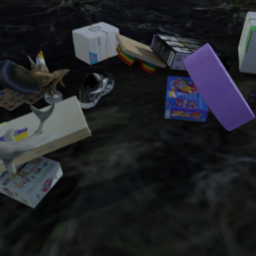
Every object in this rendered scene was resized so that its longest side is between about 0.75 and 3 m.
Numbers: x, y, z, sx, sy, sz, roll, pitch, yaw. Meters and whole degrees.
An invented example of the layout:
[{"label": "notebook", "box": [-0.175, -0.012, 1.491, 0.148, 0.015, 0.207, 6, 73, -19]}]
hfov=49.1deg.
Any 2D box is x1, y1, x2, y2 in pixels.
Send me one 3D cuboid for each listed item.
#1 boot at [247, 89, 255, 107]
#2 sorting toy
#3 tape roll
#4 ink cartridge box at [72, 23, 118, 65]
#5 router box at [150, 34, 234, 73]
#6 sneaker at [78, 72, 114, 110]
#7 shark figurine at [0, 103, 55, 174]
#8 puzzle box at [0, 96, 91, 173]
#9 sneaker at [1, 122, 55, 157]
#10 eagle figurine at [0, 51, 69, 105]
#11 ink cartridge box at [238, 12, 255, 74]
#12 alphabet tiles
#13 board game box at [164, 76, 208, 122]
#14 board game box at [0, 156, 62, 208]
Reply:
[{"label": "boot", "box": [5.708, -1.545, 9.365, 2.524, 0.918, 2.681, -33, 14, -9]}, {"label": "sorting toy", "box": [0.421, -3.209, 12.456, 1.995, 0.694, 1.983, 15, 30, -24]}, {"label": "tape roll", "box": [2.939, -1.302, 9.061, 0.915, 2.788, 2.788, -34, 34, 23]}, {"label": "ink cartridge box", "box": [-1.512, -4.077, 13.437, 1.789, 1.312, 1.306, -30, 47, -32]}, {"label": "router box", "box": [2.765, -3.258, 12.326, 2.968, 0.758, 2.214, 0, 36, -23]}, {"label": "sneaker", "box": [-1.190, -1.738, 10.858, 0.784, 1.067, 2.359, 17, 43, 18]}, {"label": "shark figurine", "box": [-2.259, 0.279, 6.316, 0.793, 1.136, 1.901, -4, 27, 41]}, {"label": "puzzle box", "box": [-2.454, 0.110, 7.666, 2.631, 0.334, 1.750, -22, 39, -6]}, {"label": "sneaker", "box": [-3.238, 0.258, 8.633, 2.293, 0.864, 0.876, 13, 46, 14]}, {"label": "eagle figurine", "box": [-3.506, -1.999, 10.714, 2.484, 1.885, 1.875, 6, 66, 33]}, {"label": "ink cartridge box", "box": [5.838, -3.937, 12.812, 1.102, 1.914, 2.623, 10, 41, 12]}, {"label": "alphabet tiles", "box": [-4.211, -1.364, 11.194, 1.700, 0.077, 2.034, 23, 46, 25]}, {"label": "board game box", "box": [2.164, -1.154, 10.605, 1.478, 0.492, 2.199, 6, 41, 7]}, {"label": "board game box", "box": [-2.918, 1.271, 7.695, 1.728, 0.555, 1.275, 17, 44, 21]}]
